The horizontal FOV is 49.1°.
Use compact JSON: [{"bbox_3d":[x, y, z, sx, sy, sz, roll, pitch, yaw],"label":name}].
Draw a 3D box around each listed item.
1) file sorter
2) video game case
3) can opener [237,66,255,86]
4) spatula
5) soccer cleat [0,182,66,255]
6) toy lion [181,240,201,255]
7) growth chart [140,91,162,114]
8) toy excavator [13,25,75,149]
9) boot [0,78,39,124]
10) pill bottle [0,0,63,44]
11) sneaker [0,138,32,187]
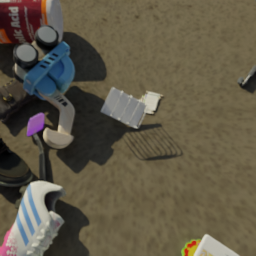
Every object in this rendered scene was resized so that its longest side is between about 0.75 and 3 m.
[{"bbox_3d":[-0.094,-0.570,8.017,1.165,0.726,0.809,26,91,-6],"label":"file sorter"},{"bbox_3d":[1.974,3.798,5.711,2.085,0.262,2.291,31,73,14],"label":"video game case"},{"bbox_3d":[3.975,-1.761,9.338,0.326,0.260,0.975,34,64,15],"label":"can opener"},{"bbox_3d":[-2.510,0.570,7.924,0.646,0.235,2.285,-26,64,17],"label":"spatula"},{"bbox_3d":[-2.157,2.509,6.397,1.174,0.950,2.719,1,59,9],"label":"soccer cleat"},{"bbox_3d":[1.652,3.167,6.433,0.993,0.356,1.036,26,63,20],"label":"toy lion"},{"bbox_3d":[0.657,-0.812,8.889,0.633,0.078,0.875,20,62,12],"label":"growth chart"},{"bbox_3d":[-2.164,-1.133,8.102,2.715,1.356,2.640,40,64,-8],"label":"toy excavator"},{"bbox_3d":[-3.698,-1.353,8.821,1.875,0.746,2.154,-31,67,-17],"label":"boot"},{"bbox_3d":[-3.847,-3.769,9.704,2.882,1.645,1.645,-1,60,-1],"label":"pill bottle"},{"bbox_3d":[-3.486,0.584,7.269,2.297,1.220,0.859,26,38,15],"label":"sneaker"}]
